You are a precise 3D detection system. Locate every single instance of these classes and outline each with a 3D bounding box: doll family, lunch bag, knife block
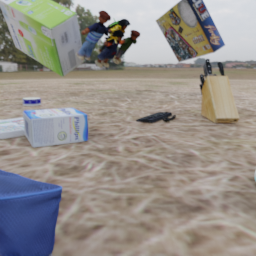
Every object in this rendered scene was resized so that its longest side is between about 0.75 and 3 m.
[{"bbox_3d":[-0.565,-2.947,9.267,1.099,1.619,2.800,43,31,0],"label":"doll family"},{"bbox_3d":[-1.468,1.024,2.608,1.729,1.144,1.174,8,-3,30],"label":"lunch bag"},{"bbox_3d":[3.624,-1.599,11.410,0.890,2.441,2.781,-1,12,-1],"label":"knife block"}]

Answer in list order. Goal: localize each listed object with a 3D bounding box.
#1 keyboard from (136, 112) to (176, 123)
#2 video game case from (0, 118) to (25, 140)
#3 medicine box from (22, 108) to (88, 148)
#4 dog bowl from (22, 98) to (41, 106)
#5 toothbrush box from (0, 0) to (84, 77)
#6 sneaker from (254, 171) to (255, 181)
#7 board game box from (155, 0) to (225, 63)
[{"bbox_3d":[1.298,-0.447,11.423,1.282,0.208,2.017,7,15,30],"label":"keyboard"},{"bbox_3d":[-3.850,-0.019,9.305,2.179,0.258,1.983,-9,16,-38],"label":"video game case"},{"bbox_3d":[-2.151,-0.064,8.230,1.579,0.813,1.438,-7,14,-27],"label":"medicine box"},{"bbox_3d":[-5.339,-1.449,15.526,0.962,0.379,0.962,0,13,0],"label":"dog bowl"},{"bbox_3d":[-2.891,-3.261,9.535,2.639,1.922,1.136,35,60,23],"label":"toothbrush box"},{"bbox_3d":[3.516,0.261,4.884,2.482,1.621,0.987,-2,12,-11],"label":"sneaker"},{"bbox_3d":[1.917,-3.167,9.202,0.458,1.791,2.644,-34,13,-7],"label":"board game box"}]
